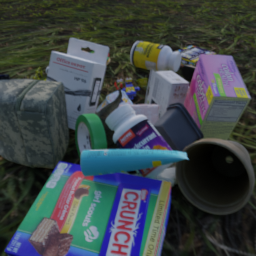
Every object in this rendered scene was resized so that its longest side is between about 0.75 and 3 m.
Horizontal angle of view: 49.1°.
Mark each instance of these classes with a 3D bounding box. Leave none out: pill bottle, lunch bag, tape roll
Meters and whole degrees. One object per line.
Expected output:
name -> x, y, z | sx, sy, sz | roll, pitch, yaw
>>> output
pill bottle -> 1.452, -3.668, 14.668 | 2.459, 1.377, 1.377 | 19, 39, 24
pill bottle -> 0.285, 0.353, 7.192 | 1.067, 1.067, 1.916 | -30, 76, -36
lunch bag -> -3.095, -0.190, 8.527 | 2.192, 2.613, 1.821 | 3, 35, 2
lunch bag -> -0.430, -0.638, 10.083 | 0.801, 1.259, 1.068 | 20, 31, -51
tape roll -> -1.025, 0.357, 7.508 | 0.352, 1.466, 1.466 | -7, 34, -28

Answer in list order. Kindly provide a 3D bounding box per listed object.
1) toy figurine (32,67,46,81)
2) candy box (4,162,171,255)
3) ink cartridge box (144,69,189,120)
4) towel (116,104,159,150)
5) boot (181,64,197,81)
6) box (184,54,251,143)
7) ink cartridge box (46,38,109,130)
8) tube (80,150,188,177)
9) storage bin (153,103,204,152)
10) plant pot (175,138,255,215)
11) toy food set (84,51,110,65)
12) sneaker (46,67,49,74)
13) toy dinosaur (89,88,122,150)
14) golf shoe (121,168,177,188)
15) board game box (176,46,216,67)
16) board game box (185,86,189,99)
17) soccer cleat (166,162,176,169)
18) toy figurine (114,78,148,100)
toy figurine -> -3.875, -1.150, 10.620 | 1.330, 1.171, 2.220 | -13, 46, 17
candy box -> -0.680, 2.167, 6.117 | 2.861, 1.102, 2.419 | 9, 45, 14
ink cartridge box -> 1.353, -1.133, 10.492 | 0.766, 1.827, 1.604 | -6, 34, -24
towel -> 0.175, 0.023, 9.074 | 1.651, 1.577, 0.266 | -1, -6, 5
boot -> 4.117, -2.687, 13.710 | 1.884, 0.916, 2.503 | -24, 36, -31
box -> 2.785, -0.862, 9.316 | 1.122, 2.321, 2.042 | 3, 49, -5
ink cartridge box -> -1.892, -1.576, 9.811 | 1.724, 2.973, 1.008 | 18, 13, 17
tube -> 0.132, 0.684, 6.094 | 2.282, 0.575, 0.883 | -6, 8, 8
storage bin -> 1.380, 0.066, 8.248 | 0.887, 1.320, 0.961 | -40, 14, -20
plant pot -> 2.504, 1.089, 7.590 | 1.942, 1.942, 1.685 | 22, 24, 29
toy food set -> -2.012, -3.858, 15.696 | 2.081, 0.511, 2.102 | -9, 35, -14
sneaker -> -3.190, -2.997, 14.411 | 1.829, 0.668, 1.023 | -34, 50, -28
toy dinosaur -> -0.571, 0.110, 8.228 | 1.310, 2.561, 0.986 | 4, 37, -3
golf shoe -> 0.642, 1.267, 7.759 | 1.927, 0.937, 0.754 | -13, 10, -21
board game box -> 3.616, -3.939, 15.764 | 2.064, 0.585, 1.706 | -28, 45, -34
board game box -> 2.649, -1.365, 12.018 | 1.093, 0.529, 0.872 | 14, 34, 19
soccer cleat -> 0.680, 1.060, 8.491 | 1.798, 0.623, 0.697 | -11, 34, -10
toy figurine -> 0.199, -1.644, 12.612 | 1.544, 0.814, 0.925 | -7, 63, -5
